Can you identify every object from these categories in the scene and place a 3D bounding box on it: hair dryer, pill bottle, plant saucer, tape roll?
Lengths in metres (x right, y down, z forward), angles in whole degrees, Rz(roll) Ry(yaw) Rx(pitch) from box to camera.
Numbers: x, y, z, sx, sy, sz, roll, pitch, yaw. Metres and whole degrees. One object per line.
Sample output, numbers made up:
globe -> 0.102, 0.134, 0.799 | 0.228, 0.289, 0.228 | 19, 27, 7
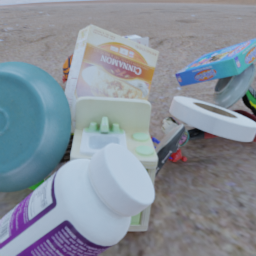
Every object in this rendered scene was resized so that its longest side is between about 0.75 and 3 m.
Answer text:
hair dryer -> 2.950, 0.116, 8.424 | 2.789, 0.758, 2.124 | 6, 36, 33
pill bottle -> -0.771, 1.240, 3.956 | 2.263, 1.270, 1.270 | -39, 23, 20
plant saucer -> -2.345, -0.074, 5.195 | 2.547, 2.547, 0.458 | 4, -6, 7
tape roll -> 2.082, -0.269, 6.943 | 2.152, 0.393, 2.152 | 16, 17, -5
plant saucer -> 3.063, -1.324, 8.478 | 0.427, 1.701, 1.701 | 31, 29, -9

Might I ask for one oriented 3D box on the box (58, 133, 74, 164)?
box -> -1.908, 0.120, 7.386 | 2.309, 0.638, 2.882 | 19, 16, 31

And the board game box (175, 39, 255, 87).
board game box -> 2.750, -1.958, 8.476 | 1.654, 0.489, 2.175 | -36, 17, -29

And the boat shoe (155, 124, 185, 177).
boat shoe -> 0.826, 0.594, 6.375 | 0.445, 1.560, 0.521 | 40, 12, -5

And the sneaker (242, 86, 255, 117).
sneaker -> 4.002, -0.826, 8.669 | 0.641, 0.587, 1.505 | -25, 61, 2

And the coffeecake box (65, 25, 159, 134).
coffeecake box -> -0.453, -0.873, 6.354 | 1.724, 2.246, 0.821 | 13, 2, -28

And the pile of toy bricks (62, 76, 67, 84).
pile of toy bricks -> -1.390, -1.354, 8.393 | 1.150, 2.330, 1.293 | -8, -2, -36

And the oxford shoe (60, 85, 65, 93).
oxford shoe -> -1.966, -0.997, 8.715 | 0.688, 0.730, 1.953 | -8, -3, 37

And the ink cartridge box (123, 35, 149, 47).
ink cartridge box -> 0.040, -4.408, 15.597 | 2.161, 1.265, 0.727 | -14, 33, -24

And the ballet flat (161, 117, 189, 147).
ballet flat -> 1.182, 0.030, 7.593 | 0.610, 0.592, 1.714 | 45, 11, -8

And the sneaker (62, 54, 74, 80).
sneaker -> -1.382, -1.101, 7.467 | 0.699, 1.801, 1.009 | 5, 18, -31

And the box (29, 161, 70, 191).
box -> -2.090, 0.990, 6.841 | 1.136, 0.549, 1.003 | 14, 32, 24

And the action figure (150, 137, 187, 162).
action figure -> 0.977, 0.572, 7.659 | 1.348, 0.441, 0.348 | 27, -4, 18

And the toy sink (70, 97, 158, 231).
toy sink -> -0.309, 0.716, 5.340 | 1.502, 2.304, 1.291 | 3, 24, -7
